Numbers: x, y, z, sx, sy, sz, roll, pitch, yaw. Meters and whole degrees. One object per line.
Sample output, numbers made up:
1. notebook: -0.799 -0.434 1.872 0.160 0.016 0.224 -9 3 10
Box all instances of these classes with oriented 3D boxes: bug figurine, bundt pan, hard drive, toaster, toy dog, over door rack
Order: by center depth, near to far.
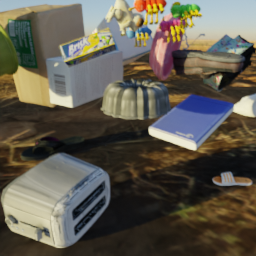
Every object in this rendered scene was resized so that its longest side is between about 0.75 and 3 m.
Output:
1. toaster: -1.257 1.328 5.484 1.329 1.169 2.057 15 28 26
2. bundt pan: 0.191 -0.758 6.639 1.698 0.637 1.698 -1 22 0
3. bug figurine: 0.794 -2.737 7.162 1.809 0.600 2.332 -3 -3 -8
4. toy dog: -0.017 -2.849 7.193 0.900 0.872 0.628 25 14 -23
5. hard drive: 1.670 -0.235 7.255 1.325 0.255 2.008 20 42 38
6. over door rack: 2.286 -3.514 10.354 0.365 0.809 1.095 -3 -12 -28

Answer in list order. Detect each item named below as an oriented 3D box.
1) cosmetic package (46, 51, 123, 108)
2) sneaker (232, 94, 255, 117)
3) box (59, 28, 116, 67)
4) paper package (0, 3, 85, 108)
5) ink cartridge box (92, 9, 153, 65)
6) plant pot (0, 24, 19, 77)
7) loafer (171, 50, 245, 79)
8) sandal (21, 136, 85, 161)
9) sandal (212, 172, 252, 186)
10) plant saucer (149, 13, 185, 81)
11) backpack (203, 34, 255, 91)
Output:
1. cosmetic package: -1.219 -1.619 8.656 0.917 1.306 2.574 14 25 30
2. sneaker: 5.881 -1.197 12.830 2.903 1.092 1.284 -14 11 -33
3. box: -0.642 -1.282 4.508 0.852 0.299 0.274 -20 -9 1
4. paper package: -2.519 -2.446 9.141 1.451 2.804 2.673 8 31 17
5. ink cartridge box: -0.391 -3.459 11.547 1.630 1.673 2.603 -27 8 -21
6. plant pot: -3.972 -1.638 6.510 1.972 1.972 1.873 15 48 35
7. loafer: 2.339 -1.874 8.516 0.999 0.875 2.780 -13 23 -25
8. sandal: -2.350 0.491 8.748 2.124 0.508 0.799 -18 27 -41
9. sandal: 2.608 1.244 7.018 0.978 0.280 0.375 0 20 0
10. plant saucer: 1.257 -2.718 9.174 0.573 2.262 2.262 20 25 14
11. backpack: 3.453 -2.300 10.049 1.380 1.628 1.833 36 71 22
